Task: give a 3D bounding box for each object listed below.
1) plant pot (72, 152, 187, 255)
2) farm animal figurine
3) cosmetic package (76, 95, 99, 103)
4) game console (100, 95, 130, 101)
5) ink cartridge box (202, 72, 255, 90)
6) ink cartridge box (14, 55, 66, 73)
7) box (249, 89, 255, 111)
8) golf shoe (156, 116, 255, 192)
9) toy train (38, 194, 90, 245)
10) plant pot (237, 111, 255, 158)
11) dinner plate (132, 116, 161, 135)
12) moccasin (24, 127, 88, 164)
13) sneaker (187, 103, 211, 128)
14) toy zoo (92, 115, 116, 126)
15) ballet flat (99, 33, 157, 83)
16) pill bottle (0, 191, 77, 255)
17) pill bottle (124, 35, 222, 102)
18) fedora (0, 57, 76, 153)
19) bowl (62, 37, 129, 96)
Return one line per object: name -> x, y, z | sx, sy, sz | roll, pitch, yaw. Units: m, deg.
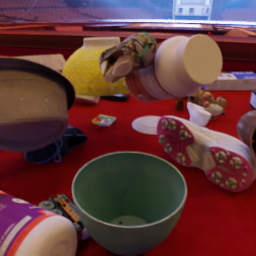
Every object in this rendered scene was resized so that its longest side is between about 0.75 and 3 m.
plant pot -> 0.014, 1.301, 4.395 | 1.676, 1.129, 1.676 | 0, 28, 0
farm animal figurine -> 2.453, -0.905, 9.350 | 1.414, 0.881, 1.751 | -14, 29, -27
cosmetic package -> -1.658, -1.231, 10.213 | 1.102, 0.403, 0.571 | 13, -3, 13
game console -> -0.908, -1.337, 11.008 | 2.027, 0.244, 1.195 | 10, 27, 19
ink cartridge box -> 4.392, -2.031, 12.129 | 2.368, 0.524, 1.113 | 0, 26, 0
ink cartridge box -> -3.830, -2.294, 11.997 | 2.419, 1.103, 2.937 | -7, 26, -17
box -> 5.349, -0.520, 8.783 | 2.121, 0.669, 2.689 | 1, 26, 2
golf shoe -> 1.825, 0.466, 6.561 | 1.231, 1.013, 2.690 | -12, 35, -40
toy train -> -1.086, 1.546, 4.749 | 0.640, 0.479, 1.123 | -10, 26, -41
plant pot -> 2.680, 0.108, 5.501 | 1.009, 1.009, 0.998 | -1, 13, -1
dinner plate -> 0.760, -0.134, 8.611 | 1.297, 0.157, 1.297 | 1, 25, -1
moccasin -> -1.687, 0.375, 6.895 | 0.604, 0.713, 1.772 | 22, 34, 26
sneaker -> 1.879, -0.312, 7.888 | 0.513, 0.603, 1.362 | 17, 17, -5
toy zoo -> -0.761, -0.216, 8.691 | 0.548, 0.086, 0.836 | 12, 20, 12
ballet flat -> -0.196, -1.242, 5.479 | 0.708, 0.708, 1.968 | -14, 3, -28
pill bottle -> -1.801, 1.532, 3.948 | 2.001, 1.125, 1.125 | 13, 28, 25
pill bottle -> 0.824, -1.143, 5.591 | 1.131, 1.131, 2.016 | -13, 6, -26
fedora -> -2.258, -0.269, 5.722 | 2.576, 2.278, 1.163 | 5, 53, -39
bowl -> -0.665, -1.730, 7.461 | 2.349, 1.264, 2.349 | -1, 21, 0
